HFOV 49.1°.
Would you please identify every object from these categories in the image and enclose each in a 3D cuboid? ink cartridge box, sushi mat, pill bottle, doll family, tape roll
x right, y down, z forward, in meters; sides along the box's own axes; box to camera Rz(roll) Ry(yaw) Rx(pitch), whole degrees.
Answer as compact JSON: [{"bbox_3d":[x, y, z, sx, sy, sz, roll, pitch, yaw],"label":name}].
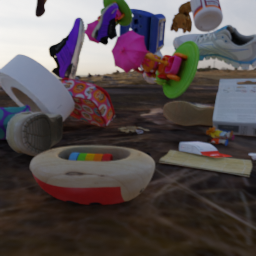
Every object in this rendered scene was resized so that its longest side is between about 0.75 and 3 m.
[{"bbox_3d":[4.277,-0.793,10.012,2.189,0.768,2.693,3,38,21],"label":"ink cartridge box"},{"bbox_3d":[1.752,0.778,6.363,1.959,0.119,0.937,6,12,26],"label":"sushi mat"},{"bbox_3d":[1.045,-3.355,13.572,1.260,1.260,2.224,-4,55,-21],"label":"pill bottle"},{"bbox_3d":[2.757,0.167,8.489,0.693,0.503,1.116,7,13,34],"label":"doll family"},{"bbox_3d":[1.905,-3.037,6.927,0.686,1.253,0.686,1,-31,0],"label":"pill bottle"},{"bbox_3d":[-3.255,-1.219,9.941,2.781,2.781,0.973,12,55,46],"label":"tape roll"},{"bbox_3d":[1.922,0.529,6.958,0.836,0.293,1.028,2,0,-43],"label":"ink cartridge box"}]

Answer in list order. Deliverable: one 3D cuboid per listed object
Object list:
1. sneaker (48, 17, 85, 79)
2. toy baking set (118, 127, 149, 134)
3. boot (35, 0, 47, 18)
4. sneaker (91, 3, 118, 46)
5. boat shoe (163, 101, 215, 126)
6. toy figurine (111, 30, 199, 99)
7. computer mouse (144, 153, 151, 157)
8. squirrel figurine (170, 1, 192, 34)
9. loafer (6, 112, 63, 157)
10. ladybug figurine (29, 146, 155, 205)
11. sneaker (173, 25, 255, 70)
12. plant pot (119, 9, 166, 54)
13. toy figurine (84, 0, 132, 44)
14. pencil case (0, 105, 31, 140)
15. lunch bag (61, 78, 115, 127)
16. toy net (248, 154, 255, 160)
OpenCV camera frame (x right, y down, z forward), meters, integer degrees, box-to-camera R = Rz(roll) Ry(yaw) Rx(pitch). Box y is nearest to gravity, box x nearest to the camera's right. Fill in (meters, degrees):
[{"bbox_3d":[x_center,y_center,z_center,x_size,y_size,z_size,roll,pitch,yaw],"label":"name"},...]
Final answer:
[{"bbox_3d":[-2.590,-3.258,11.486,1.323,2.661,0.925,15,24,-7],"label":"sneaker"},{"bbox_3d":[0.181,0.091,9.946,1.076,0.125,0.826,-1,14,-4],"label":"toy baking set"},{"bbox_3d":[-2.483,-3.568,7.724,0.300,0.830,0.690,8,-22,6],"label":"boot"},{"bbox_3d":[-0.504,-2.842,7.860,0.451,0.645,1.298,-41,-4,-41],"label":"sneaker"},{"bbox_3d":[2.745,-0.546,11.241,2.661,0.957,0.862,5,4,26],"label":"boat shoe"},{"bbox_3d":[0.543,-2.161,8.734,2.296,1.873,2.494,16,6,-21],"label":"toy figurine"},{"bbox_3d":[-0.094,0.661,6.550,1.276,0.280,0.699,4,13,19],"label":"computer mouse"},{"bbox_3d":[2.080,-4.288,10.790,0.871,1.231,1.149,18,16,13],"label":"squirrel figurine"},{"bbox_3d":[-2.528,0.128,7.419,1.019,1.129,2.983,-1,2,2],"label":"loafer"},{"bbox_3d":[-0.617,0.779,4.674,2.110,0.759,1.432,2,11,11],"label":"ladybug figurine"},{"bbox_3d":[2.918,-2.918,9.339,2.949,1.105,1.278,14,-27,22],"label":"sneaker"},{"bbox_3d":[0.660,-4.036,11.865,1.624,1.807,1.807,11,26,18],"label":"plant pot"},{"bbox_3d":[-0.860,-3.310,8.983,1.448,1.181,1.573,-52,26,-20],"label":"toy figurine"},{"bbox_3d":[-4.306,-0.151,8.583,2.554,1.087,1.180,-3,31,-18],"label":"pencil case"},{"bbox_3d":[-1.633,-0.846,10.740,2.230,1.964,0.914,19,60,27],"label":"lunch bag"},{"bbox_3d":[3.193,0.745,6.519,0.781,0.151,0.409,7,16,39],"label":"toy net"}]
